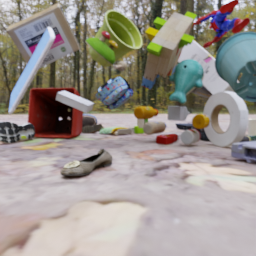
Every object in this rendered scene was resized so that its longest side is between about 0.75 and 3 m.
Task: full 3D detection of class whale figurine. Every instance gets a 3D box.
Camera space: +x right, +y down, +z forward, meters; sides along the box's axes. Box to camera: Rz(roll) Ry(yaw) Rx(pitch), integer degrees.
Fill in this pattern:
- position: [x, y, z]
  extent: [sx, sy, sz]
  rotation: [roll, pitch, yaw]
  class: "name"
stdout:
- position: [1.744, -1.472, 8.673]
  extent: [1.144, 1.438, 0.746]
  rotation: [22, -10, 31]
  class: "whale figurine"

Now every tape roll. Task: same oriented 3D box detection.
- position: [3.130, -0.286, 9.157]
  extent: [0.336, 1.841, 1.841]
  rotation: [-1, 4, -22]
  class: "tape roll"

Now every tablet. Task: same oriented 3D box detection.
- position: [-2.870, -1.721, 8.281]
  extent: [0.174, 2.551, 1.660]
  rotation: [26, 17, -29]
  class: "tablet"

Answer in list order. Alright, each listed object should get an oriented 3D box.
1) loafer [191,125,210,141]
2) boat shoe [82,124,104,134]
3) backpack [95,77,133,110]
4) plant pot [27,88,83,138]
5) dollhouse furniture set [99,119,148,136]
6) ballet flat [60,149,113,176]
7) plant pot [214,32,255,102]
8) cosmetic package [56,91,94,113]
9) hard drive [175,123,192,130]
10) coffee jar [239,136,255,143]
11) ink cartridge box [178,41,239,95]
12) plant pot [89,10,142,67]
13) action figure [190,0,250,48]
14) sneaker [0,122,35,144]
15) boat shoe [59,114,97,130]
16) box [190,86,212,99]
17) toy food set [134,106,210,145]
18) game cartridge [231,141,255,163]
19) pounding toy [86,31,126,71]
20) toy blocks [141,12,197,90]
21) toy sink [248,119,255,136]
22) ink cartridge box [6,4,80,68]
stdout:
- position: [3.238, -0.063, 11.724]
  extent: [0.984, 0.977, 2.703]
  rotation: [-1, 4, -3]
  class: "loafer"
- position: [-1.744, 0.119, 13.712]
  extent: [1.146, 0.412, 0.390]
  rotation: [-7, -27, 13]
  class: "boat shoe"
- position: [-0.445, -1.076, 8.693]
  extent: [1.058, 0.780, 1.159]
  rotation: [-37, 0, 10]
  class: "backpack"
- position: [-2.978, -0.525, 12.353]
  extent: [2.070, 2.069, 1.825]
  rotation: [1, -7, 13]
  class: "plant pot"
- position: [-0.050, -0.239, 13.732]
  extent: [2.663, 1.028, 1.331]
  rotation: [-4, 6, -43]
  class: "dollhouse furniture set"
- position: [-0.810, 0.697, 5.790]
  extent: [0.547, 0.377, 1.625]
  rotation: [2, 5, 28]
  class: "ballet flat"
- position: [2.875, -1.381, 6.636]
  extent: [1.405, 1.405, 1.376]
  rotation: [1, 34, 7]
  class: "plant pot"
- position: [-2.052, -1.003, 10.769]
  extent: [1.339, 0.339, 0.553]
  rotation: [23, 19, 10]
  class: "cosmetic package"
- position: [3.454, -0.076, 16.045]
  extent: [1.100, 0.345, 1.631]
  rotation: [-1, 5, -13]
  class: "hard drive"
- position: [4.241, 0.428, 9.646]
  extent: [0.762, 0.325, 0.397]
  rotation: [-2, 5, -17]
  class: "coffee jar"
- position: [3.009, -2.419, 11.163]
  extent: [2.967, 1.001, 1.728]
  rotation: [51, 22, 22]
  class: "ink cartridge box"
- position: [-0.597, -3.137, 10.344]
  extent: [1.669, 1.669, 1.535]
  rotation: [-5, -23, -46]
  class: "plant pot"
- position: [2.612, -3.123, 8.807]
  extent: [1.469, 0.968, 2.967]
  rotation: [-31, 10, 17]
  class: "action figure"
- position: [-4.402, 0.247, 10.415]
  extent: [0.888, 0.806, 2.092]
  rotation: [-10, -7, 20]
  class: "sneaker"
- position: [-2.755, -0.108, 13.958]
  extent: [2.459, 0.888, 0.890]
  rotation: [-10, 10, -2]
  class: "boat shoe"
- position: [3.618, -2.169, 12.590]
  extent: [1.477, 1.865, 0.451]
  rotation: [18, -34, 4]
  class: "box"
- position: [1.656, -0.111, 10.057]
  extent: [2.792, 1.333, 1.256]
  rotation: [5, 7, 36]
  class: "toy food set"
- position: [3.988, 0.639, 6.142]
  extent: [1.809, 0.536, 2.791]
  rotation: [2, 3, -30]
  class: "game cartridge"
- position: [-0.591, -2.509, 8.884]
  extent: [1.463, 0.679, 1.129]
  rotation: [42, 11, 6]
  class: "pounding toy"
- position: [1.254, -2.385, 9.104]
  extent: [1.338, 1.830, 2.677]
  rotation: [24, 52, 11]
  class: "toy blocks"
- position: [6.177, -0.042, 12.541]
  extent: [1.448, 0.811, 0.944]
  rotation: [2, 5, 28]
  class: "toy sink"
- position: [-2.728, -2.949, 9.203]
  extent: [1.831, 1.508, 0.688]
  rotation: [-25, 34, 1]
  class: "ink cartridge box"
